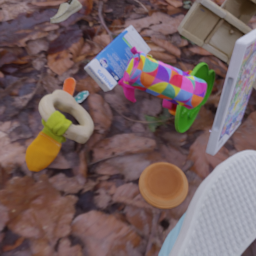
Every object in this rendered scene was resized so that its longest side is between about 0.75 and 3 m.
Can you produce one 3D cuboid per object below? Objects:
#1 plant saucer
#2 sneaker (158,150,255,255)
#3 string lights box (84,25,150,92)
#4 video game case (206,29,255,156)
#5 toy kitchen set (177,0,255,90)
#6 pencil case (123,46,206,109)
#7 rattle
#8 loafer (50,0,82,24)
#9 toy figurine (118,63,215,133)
[{"bbox_3d":[0.927,1.448,7.291,1.290,0.241,1.290,0,55,1],"label":"plant saucer"},{"bbox_3d":[1.137,1.566,4.298,1.060,1.175,2.869,40,75,1],"label":"sneaker"},{"bbox_3d":[-0.256,-1.740,7.063,1.565,0.461,0.804,-47,109,-16],"label":"string lights box"},{"bbox_3d":[2.022,-0.679,5.123,0.190,2.110,1.511,26,40,28],"label":"video game case"},{"bbox_3d":[2.926,-2.283,6.517,2.530,2.064,2.282,25,31,-17],"label":"toy kitchen set"},{"bbox_3d":[0.589,-0.772,4.510,1.354,0.598,0.598,22,53,-20],"label":"pencil case"},{"bbox_3d":[-2.038,-0.178,8.342,1.702,1.867,2.614,10,31,-25],"label":"rattle"},{"bbox_3d":[-1.663,-3.038,7.272,0.382,0.345,1.011,15,53,47],"label":"loafer"},{"bbox_3d":[1.013,-1.354,8.531,2.476,2.019,2.690,23,36,26],"label":"toy figurine"}]
